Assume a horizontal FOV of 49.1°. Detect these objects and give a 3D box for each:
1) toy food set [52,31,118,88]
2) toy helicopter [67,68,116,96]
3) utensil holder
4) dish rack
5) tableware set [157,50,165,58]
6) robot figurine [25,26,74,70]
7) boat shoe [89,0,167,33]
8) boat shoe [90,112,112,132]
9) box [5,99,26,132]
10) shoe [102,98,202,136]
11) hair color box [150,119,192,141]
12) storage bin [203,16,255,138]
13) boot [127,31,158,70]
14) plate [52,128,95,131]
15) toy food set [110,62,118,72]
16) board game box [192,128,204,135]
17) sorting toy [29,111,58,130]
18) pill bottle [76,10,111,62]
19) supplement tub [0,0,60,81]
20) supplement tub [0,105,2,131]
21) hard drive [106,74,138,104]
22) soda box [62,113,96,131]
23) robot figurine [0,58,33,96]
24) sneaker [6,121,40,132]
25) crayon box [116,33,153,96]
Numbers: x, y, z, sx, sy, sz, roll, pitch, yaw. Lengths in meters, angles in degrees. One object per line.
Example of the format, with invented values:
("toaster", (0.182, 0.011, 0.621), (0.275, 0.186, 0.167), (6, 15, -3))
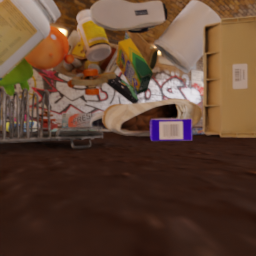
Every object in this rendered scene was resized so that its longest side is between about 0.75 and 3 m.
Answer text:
("toy food set", (-1.739, -3.040, 11.920), (2.862, 2.054, 0.865), (23, -8, 29))
("toy helicopter", (-1.242, -1.784, 10.207), (1.398, 0.834, 2.114), (8, 20, 31))
("utensil holder", (2.095, -3.113, 9.654), (1.604, 1.888, 1.604), (40, 8, -7))
("dish rack", (-1.877, -0.118, 3.574), (2.943, 0.803, 2.258), (0, 2, -36))
("tableware set", (1.709, -3.408, 11.538), (0.713, 1.078, 0.216), (32, 19, -23))
("robot figurine", (-2.934, -2.908, 10.137), (1.452, 1.791, 2.490), (-26, 21, 8))
("boat shoe", (-0.103, -3.431, 8.983), (2.626, 0.980, 1.218), (-10, 0, -26))
("boat shoe", (-0.114, -0.272, 11.018), (2.844, 1.024, 0.974), (3, 17, 5))
("box", (-4.357, -0.456, 10.714), (0.721, 1.257, 0.830), (0, 1, -5))
("shoe", (0.772, -0.189, 6.768), (2.763, 0.966, 0.738), (-6, 14, -26))
("hair color box", (0.822, 0.026, 5.729), (0.750, 0.444, 1.371), (-1, -1, 3))
("storage bin", (3.333, -1.186, 7.023), (2.834, 2.855, 1.338), (0, 3, 14))
("boot", (0.597, -3.582, 13.056), (0.572, 1.730, 1.515), (-33, -24, -32))
("plate", (-1.567, 0.111, 8.042), (1.618, 0.207, 1.618), (-1, 0, 0))
("toy food set", (-1.071, -3.094, 14.338), (0.234, 0.944, 1.484), (7, -31, -42))
("board game box", (1.847, 0.104, 8.746), (0.753, 0.192, 1.113), (1, 1, 40))
("sorting toy", (-5.123, -0.457, 15.090), (1.676, 1.145, 2.790), (1, 1, 34))
("pill bottle", (-1.359, -3.505, 10.596), (0.987, 1.774, 0.987), (-19, -13, -4))
("supplement tub", (-3.421, -2.715, 7.391), (2.830, 2.047, 2.047), (-45, -4, -4))
("supplement tub", (-6.312, -0.475, 13.090), (1.235, 1.235, 1.707), (1, 0, 37))
("hard drive", (-0.347, -2.205, 15.187), (2.025, 0.383, 1.415), (34, 24, -24))
("soda box", (-1.891, -0.293, 13.943), (2.699, 0.858, 0.923), (-1, 1, 0))
("robot figurine", (-4.830, -2.777, 11.148), (2.524, 2.877, 1.664), (-16, 28, -15))
("sneaker", (-3.431, 0.034, 9.281), (1.165, 0.441, 0.612), (-6, 19, -38))
("crayon box", (0.098, -2.026, 8.924), (0.439, 1.703, 1.071), (-24, -19, -17))
